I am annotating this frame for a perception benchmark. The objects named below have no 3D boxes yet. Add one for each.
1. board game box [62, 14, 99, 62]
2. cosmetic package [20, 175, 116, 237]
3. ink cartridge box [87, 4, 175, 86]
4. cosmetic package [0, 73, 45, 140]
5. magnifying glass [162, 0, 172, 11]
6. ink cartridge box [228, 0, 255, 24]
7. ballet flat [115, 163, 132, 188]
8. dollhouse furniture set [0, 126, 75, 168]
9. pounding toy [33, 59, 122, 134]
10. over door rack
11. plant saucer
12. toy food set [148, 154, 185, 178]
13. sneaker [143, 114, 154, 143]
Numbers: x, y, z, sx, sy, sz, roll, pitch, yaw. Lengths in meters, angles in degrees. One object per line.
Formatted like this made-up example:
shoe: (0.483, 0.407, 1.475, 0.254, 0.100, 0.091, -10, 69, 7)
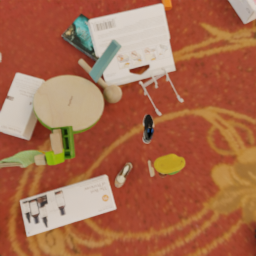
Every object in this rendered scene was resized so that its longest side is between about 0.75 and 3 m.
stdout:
board game box: (-1.444, -3.374, 10.563, 1.777, 0.250, 1.202, 36, 80, 7)
cosmetic package: (-1.902, 2.481, 9.023, 2.816, 0.713, 1.162, -17, 79, -4)
ink cartridge box: (0.173, -2.946, 10.174, 2.755, 0.600, 2.391, -16, 104, -9)
cosmetic package: (-3.649, -0.732, 9.719, 1.053, 0.767, 2.071, 15, 77, 3)
magnifying glass: (1.347, -5.894, 11.139, 1.052, 0.296, 2.644, -8, 76, -2)
ink cartridge box: (5.080, -5.243, 10.618, 2.211, 0.947, 1.632, -27, 79, -4)
ballet flat: (-0.179, 1.578, 9.427, 0.317, 0.314, 0.933, 27, 79, 6)
dollhouse furniture set: (-2.512, 0.510, 7.545, 1.800, 1.179, 0.904, -6, 92, 18)
pounding toy: (-1.804, -0.710, 9.605, 2.216, 1.332, 2.871, 37, 58, 11)
over door rack: (1.129, -1.270, 9.852, 1.027, 0.463, 1.390, -32, 103, 0)
plant saucer: (-0.767, -2.147, 8.954, 1.433, 0.136, 0.501, -51, 53, 17)
toy food set: (1.125, 1.170, 8.245, 1.102, 0.360, 0.649, -14, 42, -5)
sneaker: (0.629, -0.035, 8.114, 0.328, 0.501, 0.896, 6, 71, -7)
